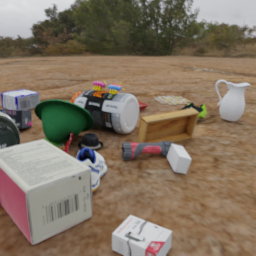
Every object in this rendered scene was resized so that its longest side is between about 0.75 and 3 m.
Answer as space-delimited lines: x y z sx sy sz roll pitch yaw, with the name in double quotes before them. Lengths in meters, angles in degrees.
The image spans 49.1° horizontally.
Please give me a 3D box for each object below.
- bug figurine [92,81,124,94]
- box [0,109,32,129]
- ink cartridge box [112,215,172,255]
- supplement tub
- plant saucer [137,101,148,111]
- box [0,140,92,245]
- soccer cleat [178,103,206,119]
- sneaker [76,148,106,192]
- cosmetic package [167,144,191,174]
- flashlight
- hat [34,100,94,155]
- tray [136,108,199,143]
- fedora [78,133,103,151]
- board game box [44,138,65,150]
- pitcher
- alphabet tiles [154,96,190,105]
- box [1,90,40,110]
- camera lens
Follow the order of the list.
"bug figurine" -0.780 -1.647 11.215 1.267 0.420 1.634 8 11 -1
"box" -4.878 -0.378 11.633 1.458 0.773 0.891 2 4 6
"ink cartridge box" 0.254 2.101 5.227 0.932 0.386 0.684 12 23 29
"supplement tub" -1.025 -0.725 11.618 2.636 1.615 1.615 10 21 27
"plant saucer" -0.091 -1.133 14.816 1.724 0.316 1.721 -14 24 -34
"box" -2.022 1.272 6.326 1.446 1.232 2.262 -15 24 -39
"soccer cleat" 2.667 -0.747 12.817 1.873 0.759 0.632 -4 -5 -13
"sneaker" -1.018 0.931 7.736 0.799 0.935 2.122 -1 14 -2
"cosmetic package" 1.505 0.918 8.406 0.406 0.515 0.958 14 18 -11
"flashlight" 0.644 0.748 9.050 1.702 0.576 0.578 1 14 -9
"hat" -2.418 0.487 9.554 2.136 2.579 2.270 3 62 7
"tray" 1.432 0.009 10.104 2.298 1.133 0.426 -11 35 -28
"fedora" -1.340 0.447 9.983 0.976 0.446 0.976 1 19 0
"board game box" -2.666 0.558 10.116 0.529 0.166 1.108 -7 23 -24
"pitcher" 4.590 -1.264 12.766 1.475 1.720 1.042 14 19 15
"alphabet tiles" 2.598 -1.660 16.725 1.787 0.068 2.148 -4 19 -13
"box" -5.764 -1.490 15.031 1.525 0.800 1.403 13 22 33
"camera lens" -4.486 0.366 7.883 2.439 1.951 1.951 10 21 27
